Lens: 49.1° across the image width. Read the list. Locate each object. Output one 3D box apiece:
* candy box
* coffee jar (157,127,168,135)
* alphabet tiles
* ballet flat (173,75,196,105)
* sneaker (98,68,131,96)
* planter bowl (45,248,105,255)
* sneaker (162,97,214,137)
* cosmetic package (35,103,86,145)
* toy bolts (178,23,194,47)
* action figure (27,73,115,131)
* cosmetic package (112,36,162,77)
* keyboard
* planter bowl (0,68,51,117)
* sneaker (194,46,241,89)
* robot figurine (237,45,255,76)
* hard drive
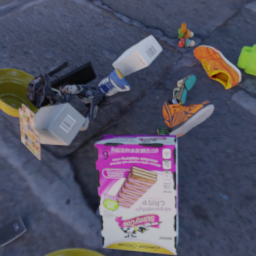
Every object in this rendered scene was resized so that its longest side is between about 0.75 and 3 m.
[{"bbox_3d":[0.283,1.719,7.379,2.031,2.979,0.909,-1,14,12],"label":"candy box"},{"bbox_3d":[1.261,0.336,10.117,0.395,0.323,0.758,5,51,-1],"label":"coffee jar"},{"bbox_3d":[-2.710,0.073,7.689,0.051,1.349,1.128,-20,39,-39],"label":"alphabet tiles"},{"bbox_3d":[2.189,-1.585,11.400,0.632,0.569,1.679,8,53,35],"label":"ballet flat"},{"bbox_3d":[-0.580,-1.551,10.479,1.043,2.366,0.891,-33,96,-2],"label":"sneaker"},{"bbox_3d":[-1.320,4.471,6.459,3.000,1.250,3.000,9,31,-5],"label":"planter bowl"},{"bbox_3d":[1.692,-0.540,8.778,0.819,2.112,1.183,-14,73,-32],"label":"sneaker"},{"bbox_3d":[-2.366,-0.092,8.874,1.986,0.895,1.061,-2,51,53],"label":"cosmetic package"},{"bbox_3d":[2.786,-4.289,13.077,0.701,0.966,1.011,4,73,-5],"label":"toy bolts"},{"bbox_3d":[-1.832,-0.816,9.460,1.771,2.981,1.521,23,97,46],"label":"action figure"},{"bbox_3d":[0.286,-2.564,10.213,0.695,1.877,0.954,49,65,-19],"label":"cosmetic package"},{"bbox_3d":[-2.391,-1.636,9.804,2.548,1.619,0.262,-30,66,-6],"label":"keyboard"},{"bbox_3d":[-4.103,-1.088,10.388,2.239,0.932,2.239,29,34,-22],"label":"planter bowl"},{"bbox_3d":[3.632,-2.652,11.876,0.954,0.903,2.474,-30,60,-19],"label":"sneaker"},{"bbox_3d":[5.755,-2.742,11.730,2.116,1.224,1.857,19,44,14],"label":"robot figurine"},{"bbox_3d":[-3.491,3.083,8.336,0.831,0.176,0.560,-30,61,-19],"label":"hard drive"}]
